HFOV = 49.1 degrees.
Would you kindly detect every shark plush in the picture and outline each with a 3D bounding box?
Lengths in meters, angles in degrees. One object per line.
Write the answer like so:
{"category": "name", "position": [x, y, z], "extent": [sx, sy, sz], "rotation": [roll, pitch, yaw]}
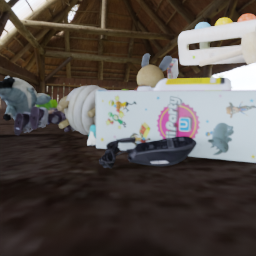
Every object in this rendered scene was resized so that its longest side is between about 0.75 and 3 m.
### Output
{"category": "shark plush", "position": [-2.399, -0.542, 6.163], "extent": [1.063, 0.975, 2.340], "rotation": [21, -9, -11]}

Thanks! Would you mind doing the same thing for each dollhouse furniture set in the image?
{"category": "dollhouse furniture set", "position": [-3.617, -0.484, 11.675], "extent": [1.241, 0.959, 2.484], "rotation": [-11, -10, -31]}

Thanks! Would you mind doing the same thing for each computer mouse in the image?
{"category": "computer mouse", "position": [0.215, 0.263, 3.115], "extent": [1.020, 0.235, 0.717], "rotation": [-10, 14, 2]}

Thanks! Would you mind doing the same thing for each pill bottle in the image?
{"category": "pill bottle", "position": [1.473, -0.642, 7.498], "extent": [2.408, 1.349, 1.349], "rotation": [2, 5, 18]}

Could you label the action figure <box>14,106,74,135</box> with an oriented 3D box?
{"category": "action figure", "position": [-1.869, -0.202, 6.753], "extent": [1.153, 0.615, 1.772], "rotation": [0, 4, 22]}

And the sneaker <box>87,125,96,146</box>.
{"category": "sneaker", "position": [-0.351, 0.087, 4.671], "extent": [0.356, 0.366, 0.919], "rotation": [2, 4, 23]}

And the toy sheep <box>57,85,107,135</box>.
{"category": "toy sheep", "position": [-0.767, -0.358, 6.047], "extent": [1.736, 1.197, 1.197], "rotation": [17, 11, 23]}

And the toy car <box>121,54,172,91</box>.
{"category": "toy car", "position": [0.944, -1.851, 11.459], "extent": [1.911, 2.326, 1.835], "rotation": [13, -1, 21]}

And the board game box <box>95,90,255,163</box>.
{"category": "board game box", "position": [1.165, -0.121, 4.242], "extent": [2.720, 0.874, 2.006], "rotation": [2, 4, 24]}

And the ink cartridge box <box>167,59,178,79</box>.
{"category": "ink cartridge box", "position": [1.883, -2.452, 12.073], "extent": [0.318, 0.688, 1.263], "rotation": [3, 32, 23]}

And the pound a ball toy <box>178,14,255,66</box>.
{"category": "pound a ball toy", "position": [2.340, -2.157, 6.895], "extent": [1.717, 1.119, 2.634], "rotation": [-16, 17, -34]}
